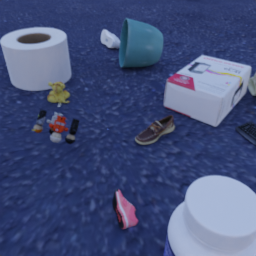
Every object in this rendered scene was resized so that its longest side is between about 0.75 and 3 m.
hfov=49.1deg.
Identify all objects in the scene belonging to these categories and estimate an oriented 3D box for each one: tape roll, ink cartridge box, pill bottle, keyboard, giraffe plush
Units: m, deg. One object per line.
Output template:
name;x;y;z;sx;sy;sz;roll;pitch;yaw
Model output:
tape roll;-3.585;-2.779;11.158;2.461;1.690;2.461;0;36;0
ink cartridge box;2.788;-1.418;9.756;2.002;1.161;2.712;23;44;29
pill bottle;1.246;1.873;4.332;1.334;2.229;1.334;0;36;0
keyboard;4.219;0.348;8.167;1.216;0.197;1.914;-16;40;-20
giraffe plush;-2.496;-1.310;9.937;0.811;0.762;0.940;-11;37;-14

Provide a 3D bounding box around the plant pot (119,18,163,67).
plant pot;0.570;-3.564;12.137;1.611;2.007;2.007;4;35;-12

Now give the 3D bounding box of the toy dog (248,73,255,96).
toy dog;5.612;-1.522;9.710;2.094;1.461;2.030;2;45;0

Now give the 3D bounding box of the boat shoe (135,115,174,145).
boat shoe;0.815;0.012;8.327;1.466;0.528;0.529;-23;42;-28

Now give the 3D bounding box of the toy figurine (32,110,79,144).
toy figurine;-1.949;-0.010;7.625;1.018;0.719;1.034;18;3;22

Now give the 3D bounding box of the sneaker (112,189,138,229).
sneaker;-0.070;1.773;6.161;0.423;0.360;0.976;1;39;-21

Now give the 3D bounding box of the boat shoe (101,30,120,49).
boat shoe;-0.888;-4.618;14.620;0.654;0.687;1.909;5;24;-29
